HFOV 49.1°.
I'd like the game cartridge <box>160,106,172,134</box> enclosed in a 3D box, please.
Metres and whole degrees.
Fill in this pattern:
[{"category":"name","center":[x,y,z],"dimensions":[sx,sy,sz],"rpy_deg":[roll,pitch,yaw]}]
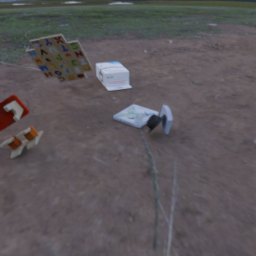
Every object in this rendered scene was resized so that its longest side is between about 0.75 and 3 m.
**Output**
[{"category":"game cartridge","center":[1.380,-0.347,10.192],"dimensions":[0.208,0.687,1.030],"rpy_deg":[2,35,-8]}]

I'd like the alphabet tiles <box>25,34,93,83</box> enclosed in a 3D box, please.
[{"category":"alphabet tiles","center":[-2.626,-2.603,10.925],"dimensions":[2.102,2.526,0.080],"rpy_deg":[-7,62,11]}]

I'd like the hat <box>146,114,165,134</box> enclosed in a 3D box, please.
[{"category":"hat","center":[0.893,-0.238,10.034],"dimensions":[0.373,0.924,0.924],"rpy_deg":[42,36,-3]}]

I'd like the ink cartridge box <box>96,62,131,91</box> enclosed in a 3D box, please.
[{"category":"ink cartridge box","center":[-0.784,-2.789,14.880],"dimensions":[1.335,0.781,2.302],"rpy_deg":[-10,32,-17]}]

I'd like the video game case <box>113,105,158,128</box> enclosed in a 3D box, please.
[{"category":"video game case","center":[0.334,-0.509,11.545],"dimensions":[1.305,0.158,1.432],"rpy_deg":[20,36,31]}]

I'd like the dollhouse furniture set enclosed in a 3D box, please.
[{"category":"dollhouse furniture set","center":[-4.333,-0.216,9.109],"dimensions":[2.398,2.424,1.249],"rpy_deg":[-28,24,15]}]
